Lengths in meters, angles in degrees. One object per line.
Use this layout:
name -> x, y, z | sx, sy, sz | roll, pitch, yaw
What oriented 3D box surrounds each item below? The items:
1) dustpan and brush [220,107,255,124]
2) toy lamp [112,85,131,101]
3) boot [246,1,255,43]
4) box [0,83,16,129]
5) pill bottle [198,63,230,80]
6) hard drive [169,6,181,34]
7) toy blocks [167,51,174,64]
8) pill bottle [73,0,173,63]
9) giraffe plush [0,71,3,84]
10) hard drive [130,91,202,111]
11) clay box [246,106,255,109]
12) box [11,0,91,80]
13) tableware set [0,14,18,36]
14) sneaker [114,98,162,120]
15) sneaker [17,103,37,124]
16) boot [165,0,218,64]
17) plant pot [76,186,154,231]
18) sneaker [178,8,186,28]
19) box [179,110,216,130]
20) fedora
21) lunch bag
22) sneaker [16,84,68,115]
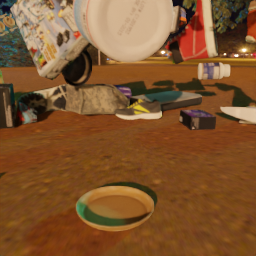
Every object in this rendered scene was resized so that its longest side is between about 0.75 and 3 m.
dustpan and brush -> 3.843, -0.217, 8.037 | 1.447, 0.593, 2.073 | 8, 1, -31
toy lamp -> -1.373, -1.294, 11.439 | 2.984, 0.869, 0.869 | -6, 16, -11
boot -> 4.092, -2.894, 7.756 | 0.891, 1.273, 2.374 | 8, 15, -9
box -> -4.408, -0.647, 8.231 | 1.934, 1.202, 1.436 | -4, 16, -18
pill bottle -> 3.089, -2.054, 10.108 | 1.057, 0.586, 0.586 | 0, 15, 7
hard drive -> 1.329, -3.233, 8.463 | 0.145, 0.764, 0.534 | 10, 0, -33
toy blocks -> 1.952, -3.186, 11.915 | 0.541, 0.792, 0.396 | 37, 7, 20
pill bottle -> -0.287, -2.129, 5.232 | 1.365, 1.365, 2.509 | -5, 26, -18
giraffe plush -> -6.254, -1.850, 12.208 | 1.549, 1.648, 1.910 | -15, 3, -21
hard drive -> 1.517, -1.106, 11.322 | 2.419, 0.398, 1.688 | -13, 20, -33
clay box -> 4.871, -0.528, 9.323 | 1.660, 0.395, 0.954 | -8, 17, -25
box -> -2.006, -2.799, 7.369 | 1.757, 2.567, 0.512 | -36, -23, 20
tableware set -> -3.787, -3.208, 8.607 | 0.162, 0.534, 0.808 | -24, 23, 39
sneaker -> 0.330, -0.651, 9.263 | 1.582, 0.669, 0.589 | -2, 14, -6
sneaker -> -3.213, -0.446, 8.947 | 0.554, 0.460, 1.160 | -1, 30, -32
boot -> 2.193, -3.655, 10.213 | 1.836, 2.545, 0.922 | -6, -13, 27
plant pot -> -0.175, 1.091, 3.807 | 1.049, 0.144, 1.049 | 1, 15, 0
sneaker -> 1.446, -3.588, 9.352 | 0.513, 0.534, 1.361 | 14, -5, -38
box -> 2.046, -0.258, 8.338 | 0.736, 0.411, 1.044 | 0, 15, -9
fedora -> -1.626, -1.828, 8.275 | 1.182, 1.182, 0.540 | 7, 5, 24
lunch bag -> -1.077, -1.029, 9.920 | 1.866, 1.097, 1.530 | -1, 10, -31
sneaker -> -2.864, -1.099, 10.384 | 2.573, 0.999, 1.111 | -10, 15, -33
